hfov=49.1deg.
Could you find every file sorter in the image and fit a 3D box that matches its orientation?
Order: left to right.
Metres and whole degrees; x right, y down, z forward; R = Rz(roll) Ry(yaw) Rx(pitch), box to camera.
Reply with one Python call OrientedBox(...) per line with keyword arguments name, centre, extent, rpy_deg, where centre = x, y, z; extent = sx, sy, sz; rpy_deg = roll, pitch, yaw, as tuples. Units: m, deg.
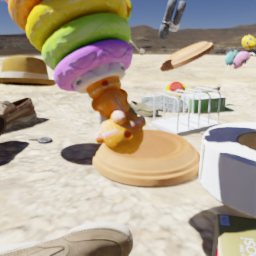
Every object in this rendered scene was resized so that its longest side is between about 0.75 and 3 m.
OrientedBox(name="file sorter", centre=(1.983, -0.634, 9.555), extent=(1.979, 1.232, 1.373), rpy_deg=(-11, 21, -29))

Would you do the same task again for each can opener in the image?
OrientedBox(name="can opener", centre=(1.216, -2.990, 7.982), extent=(0.514, 0.644, 1.925), rpy_deg=(21, 3, 2))

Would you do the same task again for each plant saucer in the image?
OrientedBox(name="plant saucer", centre=(0.460, 0.593, 7.005), extent=(2.703, 0.506, 2.703), rpy_deg=(-1, 19, 0))
OrientedBox(name="plant saucer", centre=(1.136, -1.442, 5.584), extent=(1.121, 0.181, 1.121), rpy_deg=(-23, 16, 7))

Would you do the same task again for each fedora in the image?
OrientedBox(name="fedora", centre=(-2.575, -1.401, 6.981), extent=(1.668, 0.680, 1.668), rpy_deg=(1, 4, 0))

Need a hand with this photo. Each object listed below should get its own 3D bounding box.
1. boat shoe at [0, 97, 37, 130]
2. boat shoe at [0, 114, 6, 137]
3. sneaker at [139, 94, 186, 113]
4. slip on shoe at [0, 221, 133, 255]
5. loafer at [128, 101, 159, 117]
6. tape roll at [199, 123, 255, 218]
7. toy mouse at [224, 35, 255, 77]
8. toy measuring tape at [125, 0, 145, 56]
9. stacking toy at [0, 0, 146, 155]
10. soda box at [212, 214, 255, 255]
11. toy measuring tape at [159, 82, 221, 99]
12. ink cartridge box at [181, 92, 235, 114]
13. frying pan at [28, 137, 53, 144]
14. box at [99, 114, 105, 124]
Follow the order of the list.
OrientedBox(name="boat shoe", centre=(-4.276, -0.500, 9.602), extent=(0.977, 0.926, 2.580), rpy_deg=(9, 20, 24))
OrientedBox(name="boat shoe", centre=(-3.945, 0.384, 6.912), extent=(1.024, 1.025, 2.912), rpy_deg=(4, 26, 17))
OrientedBox(name="sneaker", centre=(1.491, -1.085, 11.820), extent=(1.950, 0.745, 0.785), rpy_deg=(9, 11, 20))
OrientedBox(name="slip on shoe", centre=(-0.841, 1.659, 3.412), extent=(1.893, 0.720, 0.573), rpy_deg=(-6, 14, -8))
OrientedBox(name="loafer", centre=(0.564, -0.775, 11.140), extent=(1.434, 0.484, 0.545), rpy_deg=(12, 22, 32))
OrientedBox(name="tape roll", centre=(2.923, 0.743, 5.745), extent=(2.839, 0.993, 2.839), rpy_deg=(0, 19, 0))
OrientedBox(name="toy mouse", centre=(2.387, -1.569, 6.159), extent=(0.221, 1.014, 1.141), rpy_deg=(33, 26, -13))
OrientedBox(name="toy measuring tape", centre=(0.003, -1.964, 5.128), extent=(0.478, 1.301, 0.478), rpy_deg=(-39, 3, 3))
OrientedBox(name="stacking toy", centre=(-0.494, -1.029, 3.377), extent=(1.677, 2.889, 1.585), rpy_deg=(-21, -5, -19))
OrientedBox(name="soda box", centre=(1.291, 1.821, 2.971), extent=(0.657, 0.695, 2.054), rpy_deg=(5, 18, 13))
OrientedBox(name="toy measuring tape", centre=(2.668, -1.725, 12.643), extent=(2.884, 1.061, 1.061), rpy_deg=(-16, 20, -6))
OrientedBox(name="ink cartridge box", centre=(3.408, -1.102, 11.917), extent=(2.084, 0.618, 1.082), rpy_deg=(-6, 19, -16))
OrientedBox(name="frying pan", centre=(-2.593, 0.340, 8.407), extent=(0.750, 0.122, 0.454), rpy_deg=(16, 23, 32))
OrientedBox(name="box", centre=(-0.627, -0.818, 10.829), extent=(0.918, 0.764, 2.234), rpy_deg=(-1, 18, -3))
